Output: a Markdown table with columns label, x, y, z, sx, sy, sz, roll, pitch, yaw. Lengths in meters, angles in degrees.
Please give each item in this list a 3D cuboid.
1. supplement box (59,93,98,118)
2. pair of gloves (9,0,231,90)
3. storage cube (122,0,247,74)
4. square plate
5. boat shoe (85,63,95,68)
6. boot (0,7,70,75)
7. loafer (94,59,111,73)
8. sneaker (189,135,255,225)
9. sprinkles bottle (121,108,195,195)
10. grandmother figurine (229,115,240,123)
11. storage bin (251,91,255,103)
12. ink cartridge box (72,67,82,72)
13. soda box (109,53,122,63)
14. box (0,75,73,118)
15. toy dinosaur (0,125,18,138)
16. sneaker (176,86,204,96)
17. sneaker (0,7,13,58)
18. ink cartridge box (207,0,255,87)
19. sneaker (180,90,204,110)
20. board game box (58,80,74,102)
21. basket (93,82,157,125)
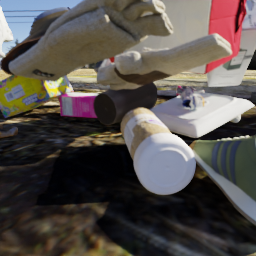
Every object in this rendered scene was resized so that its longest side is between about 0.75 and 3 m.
| label | x | y | z | sx | sy | sz | roll | pitch | yaw |
| --- | --- | --- | --- | --- | --- | --- | --- | --- | --- |
| supplement box | -1.711 | -0.880 | 10.639 | 1.570 | 0.812 | 0.795 | 5 | 17 | 15 |
| pair of gloves | -0.017 | -1.148 | 4.247 | 2.349 | 0.484 | 2.763 | -14 | -10 | 43 |
| storage cube | 1.384 | -2.789 | 6.961 | 2.643 | 2.260 | 2.376 | 17 | 30 | 31 |
| square plate | 2.126 | -0.623 | 9.286 | 2.782 | 0.399 | 2.809 | -25 | 25 | -29 |
| boat shoe | -1.474 | -3.142 | 11.528 | 0.392 | 1.384 | 0.475 | 12 | 23 | 2 |
| boot | -2.771 | -2.845 | 9.089 | 2.999 | 1.120 | 1.454 | -29 | 47 | 0 |
| loafer | -0.843 | -2.537 | 11.045 | 0.643 | 0.564 | 1.789 | -20 | 30 | 30 |
| sneaker | 1.803 | 0.532 | 4.275 | 0.809 | 1.083 | 2.413 | 37 | 9 | -18 |
| sprinkles bottle | 0.445 | 0.303 | 5.794 | 0.977 | 0.977 | 2.864 | -2 | 14 | -7 |
| grandmother figurine | 3.336 | -0.520 | 9.375 | 0.390 | 0.781 | 1.287 | 0 | 21 | -9 |
| storage bin | 6.668 | -1.509 | 13.651 | 1.104 | 0.518 | 0.746 | -4 | 15 | -13 |
| ink cartridge box | -1.466 | -1.700 | 6.597 | 0.563 | 0.778 | 0.329 | -32 | 12 | -28 |
| soda box | -0.136 | -2.400 | 8.214 | 0.919 | 2.691 | 0.854 | -8 | 57 | 16 |
| box | -3.596 | -1.501 | 10.729 | 2.069 | 1.262 | 1.993 | -21 | 9 | 18 |
| toy dinosaur | -3.955 | 0.172 | 7.547 | 1.799 | 0.543 | 0.956 | 3 | -10 | -7 |
| sneaker | 3.477 | -2.043 | 15.584 | 1.523 | 0.569 | 0.614 | 1 | 15 | 0 |
| sneaker | -3.795 | -2.998 | 7.978 | 1.033 | 2.074 | 0.777 | 8 | 5 | -31 |
| ink cartridge box | 3.263 | -2.933 | 9.105 | 1.143 | 1.984 | 2.719 | -2 | -26 | 6 |
| sneaker | 1.898 | -0.900 | 8.946 | 0.538 | 0.459 | 1.221 | -19 | 22 | -13 |
| board game box | -2.790 | -1.546 | 12.224 | 0.832 | 1.615 | 0.157 | 4 | 57 | 11 |
| basket | -0.169 | -0.872 | 9.706 | 1.905 | 1.296 | 1.718 | -25 | -9 | -45 |
